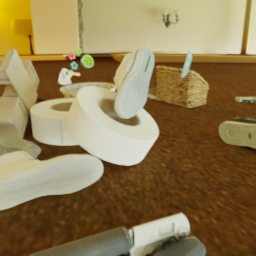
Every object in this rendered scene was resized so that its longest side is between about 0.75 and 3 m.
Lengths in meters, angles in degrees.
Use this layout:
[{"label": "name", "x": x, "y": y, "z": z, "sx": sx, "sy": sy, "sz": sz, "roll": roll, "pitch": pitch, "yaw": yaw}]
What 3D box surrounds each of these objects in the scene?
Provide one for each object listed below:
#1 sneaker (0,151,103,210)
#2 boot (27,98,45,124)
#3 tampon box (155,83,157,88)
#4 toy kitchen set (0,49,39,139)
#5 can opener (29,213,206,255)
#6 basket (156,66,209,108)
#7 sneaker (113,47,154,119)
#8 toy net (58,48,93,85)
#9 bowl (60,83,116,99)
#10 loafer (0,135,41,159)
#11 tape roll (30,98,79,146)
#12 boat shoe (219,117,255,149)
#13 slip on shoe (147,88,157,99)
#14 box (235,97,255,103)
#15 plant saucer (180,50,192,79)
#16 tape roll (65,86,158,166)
[{"label": "sneaker", "x": -1.924, "y": 0.876, "z": 6.302, "sx": 2.467, "sy": 0.909, "sz": 1.426, "roll": -10, "pitch": 24, "yaw": -23}, {"label": "boot", "x": -4.896, "y": -0.873, "z": 11.158, "sx": 2.966, "sy": 1.027, "sz": 2.582, "roll": -13, "pitch": 23, "yaw": -26}, {"label": "tampon box", "x": 2.043, "y": -2.436, "z": 16.603, "sx": 0.607, "sy": 0.511, "sz": 0.809, "roll": 16, "pitch": 24, "yaw": 38}, {"label": "toy kitchen set", "x": -4.502, "y": -1.299, "z": 9.019, "sx": 2.345, "sy": 2.121, "sz": 2.599, "roll": 1, "pitch": 56, "yaw": 3}, {"label": "can opener", "x": -0.086, "y": 1.837, "z": 3.872, "sx": 2.475, "sy": 0.660, "sz": 0.827, "roll": -9, "pitch": 20, "yaw": -22}, {"label": "basket", "x": 2.710, "y": -2.139, "z": 13.785, "sx": 1.707, "sy": 1.782, "sz": 2.392, "roll": -15, "pitch": 23, "yaw": -36}, {"label": "sneaker", "x": 0.040, "y": -1.282, "z": 8.172, "sx": 0.924, "sy": 0.953, "sz": 2.610, "roll": -8, "pitch": 45, "yaw": 35}, {"label": "toy net", "x": -1.606, "y": -1.794, "z": 8.189, "sx": 0.254, "sy": 0.690, "sz": 1.314, "roll": -7, "pitch": 37, "yaw": 48}, {"label": "bowl", "x": -1.669, "y": -1.208, "z": 12.042, "sx": 2.367, "sy": 1.111, "sz": 2.367, "roll": -2, "pitch": 18, "yaw": 1}, {"label": "loafer", "x": -3.324, "y": 0.544, "z": 7.770, "sx": 1.904, "sy": 0.666, "sz": 0.664, "roll": 14, "pitch": 16, "yaw": 18}, {"label": "tape roll", "x": -1.959, "y": -0.305, "z": 9.695, "sx": 2.699, "sy": 0.944, "sz": 2.699, "roll": 1, "pitch": 19, "yaw": 0}, {"label": "boat shoe", "x": 3.994, "y": 0.224, "z": 8.092, "sx": 0.910, "sy": 0.966, "sz": 2.691, "roll": -17, "pitch": 23, "yaw": -31}, {"label": "slip on shoe", "x": 0.896, "y": -2.020, "z": 15.252, "sx": 0.747, "sy": 0.595, "sz": 1.964, "roll": -15, "pitch": 24, "yaw": -38}, {"label": "box", "x": 5.999, "y": -1.418, "z": 14.137, "sx": 1.033, "sy": 0.179, "sz": 0.568, "roll": 0, "pitch": 19, "yaw": 0}, {"label": "plant saucer", "x": 2.258, "y": -2.411, "z": 10.726, "sx": 0.220, "sy": 1.141, "sz": 1.141, "roll": 16, "pitch": 21, "yaw": 8}, {"label": "tape roll", "x": -0.424, "y": -0.124, "z": 7.677, "sx": 2.470, "sy": 0.864, "sz": 2.470, "roll": 24, "pitch": 27, "yaw": -13}]
